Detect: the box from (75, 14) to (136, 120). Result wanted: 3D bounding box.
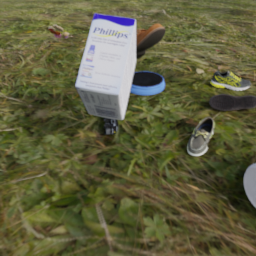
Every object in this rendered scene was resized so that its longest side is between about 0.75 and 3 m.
[{"bbox_3d":[-0.601,-1.884,9.203,1.345,2.358,2.564,11,74,4],"label":"box"}]

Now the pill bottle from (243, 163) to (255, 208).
[{"bbox_3d":[5.094,1.486,8.408,2.825,1.593,1.593,-13,37,-19],"label":"pill bottle"}]

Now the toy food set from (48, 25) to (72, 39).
[{"bbox_3d":[-2.840,-3.854,11.432,0.718,0.178,1.129,3,-5,28],"label":"toy food set"}]

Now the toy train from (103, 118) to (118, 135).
[{"bbox_3d":[-0.785,-0.669,12.519,0.685,0.510,2.992,-1,35,-7],"label":"toy train"}]

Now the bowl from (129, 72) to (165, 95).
[{"bbox_3d":[0.876,-2.480,15.218,2.233,0.438,2.233,0,34,0],"label":"bowl"}]

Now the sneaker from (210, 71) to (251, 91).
[{"bbox_3d":[5.496,-2.543,14.923,2.059,0.871,0.767,6,36,9],"label":"sneaker"}]

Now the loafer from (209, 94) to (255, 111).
[{"bbox_3d":[4.890,-1.125,13.157,2.129,0.777,0.756,4,-2,9],"label":"loafer"}]

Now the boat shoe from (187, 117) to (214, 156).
[{"bbox_3d":[2.864,0.307,10.968,0.764,0.639,2.137,17,38,23],"label":"boat shoe"}]

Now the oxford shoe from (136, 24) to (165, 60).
[{"bbox_3d":[0.512,-3.586,11.250,0.988,0.987,2.769,-16,0,-26],"label":"oxford shoe"}]
